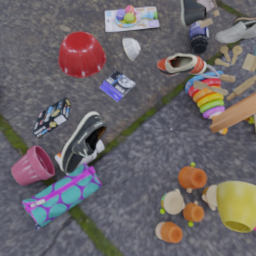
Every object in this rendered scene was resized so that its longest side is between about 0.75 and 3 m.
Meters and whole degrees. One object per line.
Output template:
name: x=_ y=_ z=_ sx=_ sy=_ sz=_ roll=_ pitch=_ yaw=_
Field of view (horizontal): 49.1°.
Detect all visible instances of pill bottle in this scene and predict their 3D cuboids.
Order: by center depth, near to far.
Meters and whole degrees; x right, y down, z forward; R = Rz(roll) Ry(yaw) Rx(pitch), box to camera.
pill bottle: x=-1.690 y=0.914 z=9.887 sx=1.587 sy=0.869 sz=0.869 roll=-36 pitch=66 yaw=-19
pill bottle: x=3.226 y=-4.114 z=12.755 sx=0.845 sy=0.845 sz=1.511 roll=5 pitch=60 yaw=3

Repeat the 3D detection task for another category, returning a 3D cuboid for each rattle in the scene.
rattle: x=4.686 y=0.056 z=10.664 sx=0.815 sy=0.743 sz=1.140 roll=-3 pitch=86 yaw=11

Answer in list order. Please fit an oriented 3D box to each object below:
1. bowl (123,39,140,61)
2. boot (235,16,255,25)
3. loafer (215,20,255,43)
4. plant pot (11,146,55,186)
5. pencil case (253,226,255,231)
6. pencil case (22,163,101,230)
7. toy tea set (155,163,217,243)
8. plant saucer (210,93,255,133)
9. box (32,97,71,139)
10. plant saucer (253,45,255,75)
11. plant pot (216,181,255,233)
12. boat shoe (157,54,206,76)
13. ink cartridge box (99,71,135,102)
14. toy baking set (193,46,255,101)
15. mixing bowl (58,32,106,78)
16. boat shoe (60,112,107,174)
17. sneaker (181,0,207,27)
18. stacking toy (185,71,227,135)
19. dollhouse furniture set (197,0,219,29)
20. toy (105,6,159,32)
bowl: x=0.180 y=-2.959 z=10.322 sx=0.404 sy=0.861 sz=0.861 roll=-19 pitch=58 yaw=23
boot: x=5.939 y=-4.667 z=13.272 sx=1.693 sy=0.656 sz=1.171 roll=5 pitch=64 yaw=18
loafer: x=3.342 y=-2.963 z=8.546 sx=1.493 sy=0.521 sz=0.522 roll=-19 pitch=47 yaw=-17
plant pot: x=-3.284 y=1.368 z=9.542 sx=1.069 sy=1.195 sz=1.195 roll=-30 pitch=64 yaw=0
pencil case: x=4.167 y=3.121 z=8.890 sx=0.981 sy=0.434 sz=0.434 roll=23 pitch=63 yaw=14
pencil case: x=-2.094 y=2.144 z=9.049 sx=2.412 sy=1.115 sz=1.026 roll=-32 pitch=65 yaw=-18
toy tea set: x=1.780 y=2.443 z=9.182 sx=2.697 sy=0.998 sz=1.604 roll=-36 pitch=96 yaw=-22
plant saucer: x=3.503 y=-0.655 z=8.177 sx=2.528 sy=2.528 sz=0.408 roll=-29 pitch=84 yaw=-15
box: x=-2.051 y=-0.299 z=7.624 sx=0.962 sy=0.278 sz=1.210 roll=-31 pitch=27 yaw=9
plant saucer: x=4.729 y=-2.462 z=8.911 sx=0.555 sy=2.882 sz=2.882 roll=2 pitch=60 yaw=-10
plant pot: x=2.764 y=2.037 z=6.948 sx=1.262 sy=1.262 sz=0.896 roll=17 pitch=57 yaw=10
boat shoe: x=1.485 y=-1.947 z=8.522 sx=1.832 sy=0.573 sz=0.652 roll=19 pitch=92 yaw=52
ink cartridge box: x=-0.463 y=-1.782 z=11.788 sx=1.095 sy=0.240 sz=1.105 roll=38 pitch=68 yaw=19
toy baking set: x=3.143 y=-1.677 z=8.896 sx=2.000 sy=0.233 sz=1.535 roll=-44 pitch=83 yaw=16
mixing bowl: x=-2.077 y=-3.361 z=12.165 sx=2.146 sy=1.162 sz=2.146 roll=0 pitch=61 yaw=0
boat shoe: x=-1.236 y=0.523 z=7.648 sx=0.657 sy=0.698 sz=1.943 roll=42 pitch=106 yaw=31
sneaker: x=1.962 y=-3.597 z=8.302 sx=0.705 sy=0.497 sz=1.328 roll=-7 pitch=65 yaw=26
stacking toy: x=3.242 y=-0.851 z=10.854 sx=1.320 sy=1.396 sz=2.405 roll=-15 pitch=75 yaw=-7
dollhouse furniture set: x=2.783 y=-4.580 z=10.309 sx=0.801 sy=1.546 sz=0.684 roll=-21 pitch=17 yaw=20
toy: x=0.156 y=-5.502 z=13.692 sx=2.573 sy=0.607 sz=1.482 roll=-3 pitch=60 yaw=-2
